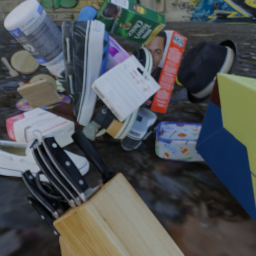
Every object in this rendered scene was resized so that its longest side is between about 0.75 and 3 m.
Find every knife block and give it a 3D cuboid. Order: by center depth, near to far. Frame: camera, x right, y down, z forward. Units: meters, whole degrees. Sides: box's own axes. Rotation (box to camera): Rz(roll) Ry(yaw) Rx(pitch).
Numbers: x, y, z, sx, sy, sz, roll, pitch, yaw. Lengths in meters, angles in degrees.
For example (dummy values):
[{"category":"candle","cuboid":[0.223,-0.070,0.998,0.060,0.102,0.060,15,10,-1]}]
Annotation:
[{"category":"knife block","cuboid":[-0.227,1.166,3.635,2.505,2.199,0.802,15,30,28]}]

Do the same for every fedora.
[{"category":"fedora","cuboid":[2.329,-1.948,8.957,1.045,2.288,2.288,26,19,-19]}]

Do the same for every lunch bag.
[{"category":"lunch bag","cuboid":[1.550,0.287,7.331,1.792,0.677,1.436,5,24,9]}]

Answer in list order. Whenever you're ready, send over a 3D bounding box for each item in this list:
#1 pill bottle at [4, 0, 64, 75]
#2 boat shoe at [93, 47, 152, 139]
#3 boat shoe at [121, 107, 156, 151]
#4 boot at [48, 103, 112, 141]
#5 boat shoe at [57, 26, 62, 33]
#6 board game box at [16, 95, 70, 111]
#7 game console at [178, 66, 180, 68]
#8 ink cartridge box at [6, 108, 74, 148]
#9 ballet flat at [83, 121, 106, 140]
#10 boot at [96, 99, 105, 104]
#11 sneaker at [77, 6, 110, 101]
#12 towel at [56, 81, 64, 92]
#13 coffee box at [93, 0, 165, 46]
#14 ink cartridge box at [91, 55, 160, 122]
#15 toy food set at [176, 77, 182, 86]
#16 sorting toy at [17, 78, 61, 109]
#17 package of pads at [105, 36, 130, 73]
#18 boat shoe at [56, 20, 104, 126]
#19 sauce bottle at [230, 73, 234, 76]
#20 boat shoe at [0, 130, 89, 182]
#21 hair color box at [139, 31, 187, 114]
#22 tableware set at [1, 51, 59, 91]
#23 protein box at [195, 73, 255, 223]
[{"category":"pill bottle","cuboid":[-2.556,-2.640,8.461,1.171,2.059,1.171,-17,48,21]},{"category":"boat shoe","cuboid":[-0.091,-1.052,6.862,0.885,1.061,2.844,25,56,-10]},{"category":"boat shoe","cuboid":[0.268,0.011,7.752,0.789,0.730,2.136,23,23,-1]},{"category":"boot","cuboid":[-1.159,-0.529,8.853,2.420,0.777,2.255,12,34,31]},{"category":"boat shoe","cuboid":[-2.347,-2.905,10.536,0.883,1.082,2.571,-8,-15,-9]},{"category":"board game box","cuboid":[-3.237,-1.144,10.671,2.005,0.390,1.584,-7,26,-13]},{"category":"game console","cuboid":[2.716,-3.344,15.729,0.667,0.441,0.758,-35,30,-2]},{"category":"ink cartridge box","cuboid":[-2.397,0.070,7.718,1.521,0.629,1.114,21,31,30]},{"category":"ballet flat","cuboid":[-0.612,-0.160,7.353,0.448,0.474,1.408,29,51,18]},{"category":"boot","cuboid":[-1.336,-1.928,10.724,1.550,0.617,1.880,11,70,-3]},{"category":"sneaker","cuboid":[-1.263,-2.026,8.284,0.968,2.936,1.151,16,26,25]},{"category":"towel","cuboid":[-2.998,-1.917,12.606,1.075,0.165,1.410,11,26,22]},{"category":"coffee box","cuboid":[0.033,-2.593,6.814,1.536,0.338,0.945,12,-23,-27]},{"category":"ink cartridge box","cuboid":[-0.031,-0.849,5.885,1.200,0.966,0.301,-42,3,-32]},{"category":"toy food set","cuboid":[3.267,-2.473,13.113,2.177,0.711,1.281,-11,28,-23]},{"category":"sorting toy","cuboid":[-2.956,-1.202,9.417,1.050,1.043,0.365,-15,54,8]},{"category":"package of pads","cuboid":[-0.758,-2.521,9.244,1.761,0.666,1.061,44,36,-4]},{"category":"boat shoe","cuboid":[-1.217,-1.294,6.913,1.043,2.942,1.060,9,42,-4]},{"category":"sauce bottle","cuboid":[5.066,-2.750,14.207,0.287,0.287,0.871,-6,23,-13]},{"category":"boat shoe","cuboid":[-2.045,0.550,6.367,2.305,0.983,0.852,5,26,10]},{"category":"hair color box","cuboid":[0.770,-1.572,7.849,0.652,2.128,1.080,11,7,-42]},{"category":"tableware set","cuboid":[-3.566,-1.968,10.624,1.493,0.453,2.259,-31,76,-26]},{"category":"protein box","cuboid":[3.174,0.320,5.211,2.702,1.823,2.682,7,21,-12]}]
